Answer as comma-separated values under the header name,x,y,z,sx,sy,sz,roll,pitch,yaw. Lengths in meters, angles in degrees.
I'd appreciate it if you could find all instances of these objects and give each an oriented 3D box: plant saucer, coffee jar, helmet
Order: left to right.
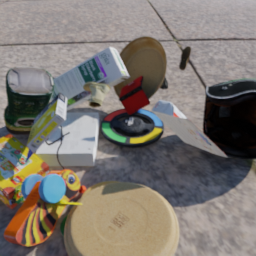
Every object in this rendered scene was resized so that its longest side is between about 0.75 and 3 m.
name,x,y,z,sx,sy,sz,roll,pitch,yaw
coffee jar,-3.346,-0.771,9.245,1.384,2.654,1.132,-1,61,-27
plant saucer,0.490,-2.138,10.731,0.466,2.632,2.632,11,19,-49
helmet,3.704,-0.297,8.792,2.600,2.727,2.727,4,36,15

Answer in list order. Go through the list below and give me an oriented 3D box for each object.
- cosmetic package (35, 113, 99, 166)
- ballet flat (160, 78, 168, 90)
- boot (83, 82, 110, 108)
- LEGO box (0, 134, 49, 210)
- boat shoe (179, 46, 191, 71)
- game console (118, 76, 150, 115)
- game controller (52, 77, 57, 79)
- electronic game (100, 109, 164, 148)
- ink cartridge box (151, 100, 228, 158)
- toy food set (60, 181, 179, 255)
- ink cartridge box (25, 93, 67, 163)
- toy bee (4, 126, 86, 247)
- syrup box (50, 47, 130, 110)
name,x,y,z,sx,sy,sz,roll,pitch,yaw
cosmetic package,-1.947,0.320,9.568,1.769,0.606,2.346,-2,36,1
ballet flat,1.267,-2.057,10.877,0.369,0.431,1.298,12,63,-43
boot,-1.166,-1.074,9.188,1.036,0.377,0.806,10,65,27
LEGO box,-3.401,1.177,8.057,1.855,0.716,1.381,33,47,22
boat shoe,1.786,-2.180,8.823,0.275,0.763,0.258,17,7,12
game console,0.271,-1.215,10.483,1.145,0.679,0.986,-26,39,39
game controller,-3.357,-2.237,13.348,1.765,0.372,0.921,-10,23,-14
electronic game,0.148,-0.062,10.187,2.326,0.484,2.326,0,36,0
ink cartridge box,1.817,-0.047,8.208,0.546,1.765,2.177,-53,22,-8
toy food set,-0.212,2.401,6.681,2.799,0.681,2.771,14,39,18
ink cartridge box,-2.375,-0.073,7.822,1.656,0.389,1.637,-42,27,11
toy bee,-1.763,1.650,7.177,1.909,1.585,2.917,16,69,48
syrup box,-1.482,-1.715,10.219,2.840,1.118,1.156,-26,1,15
